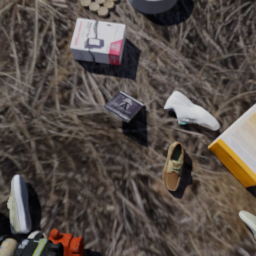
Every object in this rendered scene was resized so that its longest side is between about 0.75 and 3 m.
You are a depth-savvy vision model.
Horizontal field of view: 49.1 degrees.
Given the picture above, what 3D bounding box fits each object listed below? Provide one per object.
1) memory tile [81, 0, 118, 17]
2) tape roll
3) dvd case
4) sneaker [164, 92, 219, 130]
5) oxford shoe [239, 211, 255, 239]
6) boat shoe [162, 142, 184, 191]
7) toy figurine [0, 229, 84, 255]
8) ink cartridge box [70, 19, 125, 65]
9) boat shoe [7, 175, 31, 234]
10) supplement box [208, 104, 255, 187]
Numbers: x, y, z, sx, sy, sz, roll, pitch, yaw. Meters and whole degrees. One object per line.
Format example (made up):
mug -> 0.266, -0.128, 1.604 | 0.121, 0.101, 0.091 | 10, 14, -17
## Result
memory tile -> -0.997, -5.175, 11.052 | 1.225, 0.134, 1.598 | 30, 75, 8
tape roll -> 0.958, -5.569, 10.863 | 2.185, 0.722, 2.185 | 0, 72, 0
dvd case -> -0.134, -0.732, 9.326 | 0.959, 0.103, 1.290 | 31, 40, 9
sneaker -> 2.088, -0.369, 9.387 | 1.904, 0.717, 0.843 | 37, 88, 17
oxford shoe -> 4.025, 3.256, 8.267 | 1.907, 0.717, 0.551 | 42, 115, 13
boat shoe -> 1.449, 1.188, 8.880 | 0.598, 0.584, 1.581 | 8, 73, 2
toy figurine -> -2.331, 3.904, 7.099 | 1.749, 2.514, 2.475 | 0, 75, 10
ink cartridge box -> -1.061, -3.093, 10.096 | 1.768, 0.746, 1.280 | 9, 73, 3
boat shoe -> -3.385, 2.338, 8.524 | 0.546, 0.633, 1.759 | -12, 76, -2
supplement box -> 4.227, 0.297, 8.913 | 2.796, 1.028, 1.762 | -39, 77, -11
